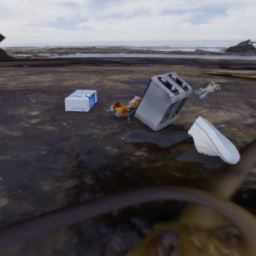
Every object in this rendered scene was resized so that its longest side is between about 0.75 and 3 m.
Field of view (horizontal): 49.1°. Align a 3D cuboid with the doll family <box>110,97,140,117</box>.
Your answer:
[{"bbox_3d":[-0.011,-0.869,12.226,1.499,0.676,0.931,-18,-12,-23],"label":"doll family"}]

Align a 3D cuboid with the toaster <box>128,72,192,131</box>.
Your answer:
[{"bbox_3d":[1.299,-0.988,10.893,1.221,2.058,1.861,41,35,20],"label":"toaster"}]

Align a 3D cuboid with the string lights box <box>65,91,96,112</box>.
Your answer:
[{"bbox_3d":[-2.360,-1.390,14.258,1.097,0.630,2.136,2,18,5],"label":"string lights box"}]

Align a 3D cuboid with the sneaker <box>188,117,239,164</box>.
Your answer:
[{"bbox_3d":[2.424,0.495,8.130,0.793,0.769,2.172,27,19,-21],"label":"sneaker"}]

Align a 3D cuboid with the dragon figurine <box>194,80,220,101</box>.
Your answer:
[{"bbox_3d":[3.106,-1.446,10.958,0.791,0.468,1.591,-34,-4,31],"label":"dragon figurine"}]
